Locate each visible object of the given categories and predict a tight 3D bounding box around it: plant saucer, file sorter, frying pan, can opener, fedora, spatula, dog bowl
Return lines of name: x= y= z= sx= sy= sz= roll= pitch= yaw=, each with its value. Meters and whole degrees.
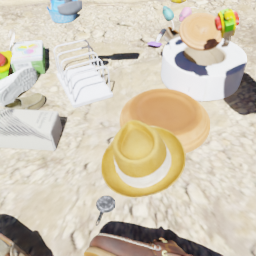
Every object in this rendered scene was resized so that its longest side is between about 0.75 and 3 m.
plant saucer: x=1.092 y=-0.353 z=8.339 sx=2.703 sy=0.506 sz=2.703 roll=0 pitch=45 yaw=0
file sorter: x=-1.548 y=-1.877 z=9.357 sx=1.373 sy=1.232 sz=1.979 roll=-19 pitch=48 yaw=-18
frying pan: x=-0.616 y=1.831 z=6.427 sx=0.454 sy=0.122 sz=0.750 roll=31 pitch=49 yaw=28
can opener: x=-0.877 y=-3.223 z=6.837 sx=1.925 sy=0.644 sz=0.514 roll=-6 pitch=22 yaw=17
fedora: x=0.186 y=0.385 z=4.900 sx=1.668 sy=0.680 sz=1.668 roll=-11 pitch=41 yaw=10
plant saucer: x=1.865 y=-2.465 z=7.089 sx=1.121 sy=0.181 sz=1.121 roll=-1 pitch=69 yaw=3
spatula: x=1.357 y=-3.937 z=12.159 sx=0.533 sy=0.194 sz=1.885 roll=17 pitch=47 yaw=14
dog bowl: x=-3.195 y=-5.962 z=13.898 sx=1.385 sy=0.616 sz=2.485 roll=-4 pitch=46 yaw=-4

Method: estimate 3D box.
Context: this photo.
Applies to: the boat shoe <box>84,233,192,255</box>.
boat shoe: x=0.674 y=2.577 z=5.069 sx=2.912 sy=1.025 sz=1.024 roll=22 pitch=50 yaw=10

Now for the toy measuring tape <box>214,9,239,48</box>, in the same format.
toy measuring tape: x=2.019 y=-2.104 z=5.819 sx=0.478 sy=1.301 sz=0.478 roll=-2 pitch=83 yaw=14

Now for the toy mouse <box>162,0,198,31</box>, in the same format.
toy mouse: x=1.407 y=-3.341 z=8.055 sx=1.141 sy=1.014 sz=0.221 roll=14 pitch=10 yaw=0

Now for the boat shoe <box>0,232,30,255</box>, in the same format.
boat shoe: x=-2.177 y=2.614 z=5.041 sx=2.580 sy=0.926 sz=0.977 roll=23 pitch=49 yaw=22

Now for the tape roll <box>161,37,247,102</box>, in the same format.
tape roll: x=2.576 y=-2.174 z=9.809 sx=2.839 sy=0.993 sz=2.839 roll=0 pitch=45 yaw=0

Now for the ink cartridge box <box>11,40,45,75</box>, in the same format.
ink cartridge box: x=-3.782 y=-2.833 z=10.744 sx=1.082 sy=0.618 sz=2.084 roll=-8 pitch=45 yaw=-8

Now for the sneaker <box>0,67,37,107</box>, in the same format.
sneaker: x=-3.877 y=-1.492 z=9.374 sx=0.785 sy=0.745 sz=1.950 roll=13 pitch=44 yaw=26

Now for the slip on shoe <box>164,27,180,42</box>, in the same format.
slip on shoe: x=2.113 y=-3.635 z=11.609 sx=0.667 sy=0.532 sz=1.755 roll=-18 pitch=47 yaw=-17

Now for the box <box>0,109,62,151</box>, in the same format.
box: x=-3.070 y=0.025 z=7.765 sx=2.234 sy=0.764 sz=0.918 roll=2 pitch=45 yaw=2

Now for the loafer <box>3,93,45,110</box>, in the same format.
loafer: x=-3.230 y=-0.732 z=8.724 sx=0.545 sy=0.484 sz=1.434 roll=30 pitch=52 yaw=27

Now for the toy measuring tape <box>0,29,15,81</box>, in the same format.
toy measuring tape: x=-4.737 y=-2.634 z=10.028 sx=1.061 sy=1.061 sz=2.884 roll=-3 pitch=58 yaw=-3
